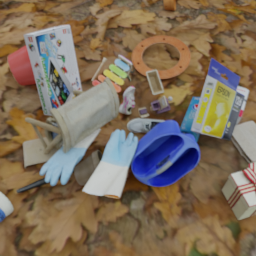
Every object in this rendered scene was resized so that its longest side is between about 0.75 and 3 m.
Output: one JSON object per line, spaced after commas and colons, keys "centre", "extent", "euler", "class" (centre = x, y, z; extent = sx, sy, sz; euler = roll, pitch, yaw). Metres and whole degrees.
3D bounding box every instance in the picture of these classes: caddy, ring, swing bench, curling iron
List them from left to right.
{"centre": [-2.537, 1.567, 8.779], "extent": [1.937, 0.480, 0.248], "euler": [-22, 50, -13], "class": "curling iron"}
{"centre": [-1.630, -0.308, 8.759], "extent": [2.192, 1.430, 2.204], "euler": [-37, 18, -35], "class": "swing bench"}
{"centre": [1.445, -3.098, 12.345], "extent": [2.572, 0.247, 2.572], "euler": [-3, 60, 5], "class": "ring"}
{"centre": [1.077, 0.850, 8.255], "extent": [1.538, 2.175, 1.142], "euler": [36, 31, -15], "class": "caddy"}

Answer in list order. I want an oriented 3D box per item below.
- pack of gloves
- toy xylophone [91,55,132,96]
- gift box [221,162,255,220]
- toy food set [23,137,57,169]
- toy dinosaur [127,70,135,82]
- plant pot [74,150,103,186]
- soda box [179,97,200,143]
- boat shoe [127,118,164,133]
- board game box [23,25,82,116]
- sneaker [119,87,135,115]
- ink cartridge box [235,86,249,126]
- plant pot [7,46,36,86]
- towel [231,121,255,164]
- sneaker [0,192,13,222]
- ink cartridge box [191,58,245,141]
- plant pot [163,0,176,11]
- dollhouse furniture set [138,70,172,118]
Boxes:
{"centre": [-1.024, 0.638, 7.921], "extent": [2.318, 0.545, 2.760], "euler": [7, 34, 11], "class": "pack of gloves"}
{"centre": [-0.704, -1.981, 10.903], "extent": [1.341, 0.460, 1.831], "euler": [27, 91, 7], "class": "toy xylophone"}
{"centre": [3.592, 1.789, 8.106], "extent": [1.286, 1.201, 1.187], "euler": [-18, 55, -12], "class": "gift box"}
{"centre": [-2.904, 0.828, 9.446], "extent": [1.254, 0.379, 0.900], "euler": [-12, 62, -5], "class": "toy food set"}
{"centre": [-0.036, -2.444, 12.025], "extent": [0.515, 0.277, 1.169], "euler": [-25, 67, -25], "class": "toy dinosaur"}
{"centre": [-1.148, 1.334, 8.678], "extent": [0.913, 1.052, 1.052], "euler": [-22, 54, 3], "class": "plant pot"}
{"centre": [2.389, -0.320, 10.035], "extent": [0.566, 0.598, 1.763], "euler": [8, 49, 28], "class": "soda box"}
{"centre": [0.723, -0.079, 9.876], "extent": [1.507, 0.537, 0.526], "euler": [-1, 92, -4], "class": "boat shoe"}
{"centre": [-2.501, -2.024, 9.851], "extent": [0.480, 2.776, 1.752], "euler": [11, 31, 29], "class": "board game box"}
{"centre": [0.069, -0.975, 10.383], "extent": [0.495, 1.122, 0.457], "euler": [31, 26, 30], "class": "sneaker"}
{"centre": [3.796, -0.913, 10.579], "extent": [1.096, 0.629, 1.509], "euler": [20, 54, 15], "class": "ink cartridge box"}
{"centre": [-3.792, -2.548, 11.278], "extent": [1.583, 1.789, 1.789], "euler": [-19, 54, -1], "class": "plant pot"}
{"centre": [4.292, 0.517, 9.695], "extent": [1.131, 0.294, 1.707], "euler": [-13, 53, -12], "class": "towel"}
{"centre": [-4.757, 2.028, 8.028], "extent": [2.657, 1.020, 1.478], "euler": [34, 51, 16], "class": "sneaker"}
{"centre": [3.001, -0.786, 8.921], "extent": [2.204, 2.230, 0.524], "euler": [11, 9, -46], "class": "ink cartridge box"}
{"centre": [2.231, -6.715, 15.102], "extent": [0.551, 0.787, 0.787], "euler": [-2, 50, 19], "class": "plant pot"}
{"centre": [0.879, -1.317, 9.856], "extent": [1.263, 1.131, 1.594], "euler": [-16, 85, -14], "class": "dollhouse furniture set"}
